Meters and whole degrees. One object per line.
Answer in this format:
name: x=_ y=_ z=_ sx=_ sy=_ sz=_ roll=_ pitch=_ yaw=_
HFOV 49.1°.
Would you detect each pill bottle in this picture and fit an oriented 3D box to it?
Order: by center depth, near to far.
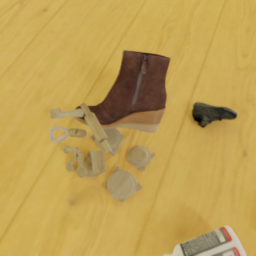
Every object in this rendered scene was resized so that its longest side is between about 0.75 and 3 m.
pill bottle: x=1.792 y=3.255 z=6.794 sx=1.939 sy=1.123 sz=1.123 roll=-23 pitch=61 yaw=3

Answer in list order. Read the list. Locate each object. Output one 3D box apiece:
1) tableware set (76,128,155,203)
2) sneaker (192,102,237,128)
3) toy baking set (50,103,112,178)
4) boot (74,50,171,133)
tableware set: x=-0.405 y=1.055 z=8.833 sx=2.334 sy=0.271 sz=1.950 roll=31 pitch=66 yaw=16
sneaker: x=2.887 y=-0.334 z=9.489 sx=1.493 sy=0.571 sz=0.855 roll=13 pitch=62 yaw=11
toy baking set: x=-1.552 y=0.287 z=8.327 sx=0.308 sy=2.034 sz=2.650 roll=-9 pitch=68 yaw=-56
boot: x=-0.236 y=-1.148 z=8.464 sx=2.869 sy=2.386 sz=1.038 roll=7 pitch=23 yaw=4
